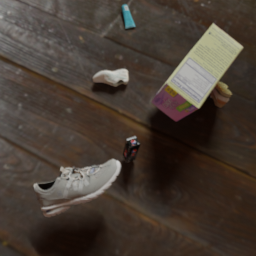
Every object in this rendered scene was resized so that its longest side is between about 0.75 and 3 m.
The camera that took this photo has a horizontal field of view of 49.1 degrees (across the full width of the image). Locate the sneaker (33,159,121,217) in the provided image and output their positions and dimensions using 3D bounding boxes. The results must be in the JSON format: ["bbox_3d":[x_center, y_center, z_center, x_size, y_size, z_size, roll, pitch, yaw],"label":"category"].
[{"bbox_3d":[-1.623,1.676,8.670,2.949,1.102,1.209,-28,103,5],"label":"sneaker"}]

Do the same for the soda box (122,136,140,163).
[{"bbox_3d":[0.101,0.791,9.955,0.402,1.136,0.360,-19,61,-21],"label":"soda box"}]

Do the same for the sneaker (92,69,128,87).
[{"bbox_3d":[-0.712,-2.005,11.475,1.500,0.527,0.601,-8,72,-4],"label":"sneaker"}]

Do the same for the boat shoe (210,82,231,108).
[{"bbox_3d":[3.435,-1.361,10.763,0.695,0.636,1.860,22,26,1],"label":"boat shoe"}]

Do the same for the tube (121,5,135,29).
[{"bbox_3d":[-0.035,-5.068,12.800,0.450,0.293,1.161,-15,74,2],"label":"tube"}]

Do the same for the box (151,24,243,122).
[{"bbox_3d":[2.343,-1.831,10.069,1.319,2.399,2.727,39,78,0],"label":"box"}]
